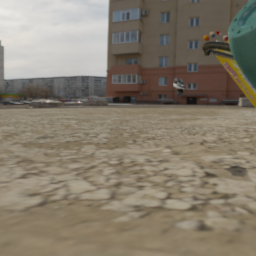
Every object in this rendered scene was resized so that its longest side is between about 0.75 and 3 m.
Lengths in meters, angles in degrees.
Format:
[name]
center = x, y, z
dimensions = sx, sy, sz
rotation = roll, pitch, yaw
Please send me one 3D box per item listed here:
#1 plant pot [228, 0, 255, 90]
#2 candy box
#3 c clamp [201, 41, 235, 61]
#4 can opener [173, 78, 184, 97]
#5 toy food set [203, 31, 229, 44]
[plant pot]
center = 2.541, -1.514, 4.722
dimensions = 1.346, 1.677, 1.677
rotation = 37, -8, -21
[candy box]
center = 4.709, -2.170, 11.043
dimensions = 1.519, 2.972, 0.393
rotation = -38, 0, -29
[c clamp]
center = 3.108, -2.073, 8.173
dimensions = 2.236, 0.303, 1.911
rotation = 14, 8, -9
[can opener]
center = 1.830, -1.539, 10.316
dimensions = 0.378, 0.477, 1.434
rotation = 14, 24, 2
[toy food set]
center = 3.120, -3.061, 9.669
dimensions = 0.933, 0.445, 0.420
rotation = 20, 27, -7
